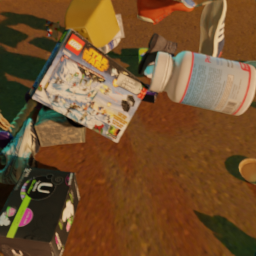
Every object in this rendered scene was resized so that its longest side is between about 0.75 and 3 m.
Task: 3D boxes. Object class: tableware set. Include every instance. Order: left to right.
[{"bbox_3d":[-2.820,-0.291,6.130,0.162,0.534,0.808,-39,75,1],"label":"tableware set"}]

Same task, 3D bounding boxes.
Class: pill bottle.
[{"bbox_3d":[-0.822,-3.679,12.080,0.586,0.586,1.057,24,50,24],"label":"pill bottle"},{"bbox_3d":[1.899,-1.235,7.411,2.509,1.365,1.365,12,43,-1],"label":"pill bottle"}]

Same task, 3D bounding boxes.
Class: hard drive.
[{"bbox_3d":[-0.446,-3.391,9.440,0.534,0.764,0.145,-10,26,0],"label":"hard drive"}]

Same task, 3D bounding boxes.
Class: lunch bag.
[{"bbox_3d":[-2.257,-0.331,9.804,1.530,1.097,1.866,-6,36,-1],"label":"lunch bag"}]

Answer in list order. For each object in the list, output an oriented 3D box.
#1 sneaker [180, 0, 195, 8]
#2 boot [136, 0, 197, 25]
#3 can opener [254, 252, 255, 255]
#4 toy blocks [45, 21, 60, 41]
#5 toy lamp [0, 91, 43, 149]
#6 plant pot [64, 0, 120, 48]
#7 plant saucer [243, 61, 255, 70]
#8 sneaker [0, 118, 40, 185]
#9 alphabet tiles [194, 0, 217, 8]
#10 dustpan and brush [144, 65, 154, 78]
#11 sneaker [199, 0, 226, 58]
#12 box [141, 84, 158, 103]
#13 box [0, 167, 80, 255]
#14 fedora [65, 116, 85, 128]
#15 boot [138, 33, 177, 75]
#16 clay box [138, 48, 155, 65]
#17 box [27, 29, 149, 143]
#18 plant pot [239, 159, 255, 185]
[{"bbox_3d":[1.650,-3.778,7.982,0.883,0.394,0.347,26,40,-37],"label":"sneaker"},{"bbox_3d":[1.464,-4.726,11.118,2.374,1.273,0.891,14,35,13],"label":"boot"},{"bbox_3d":[3.930,3.197,6.400,1.973,0.776,0.625,21,7,17],"label":"can opener"},{"bbox_3d":[-3.153,-4.058,11.568,0.541,0.792,0.396,2,11,-41],"label":"toy blocks"},{"bbox_3d":[-3.765,-0.506,10.201,0.869,0.869,2.984,9,46,10],"label":"toy lamp"},{"bbox_3d":[-1.162,-2.989,8.251,1.232,1.224,1.260,7,55,26],"label":"plant pot"},{"bbox_3d":[5.994,-2.634,12.942,1.831,0.251,1.831,0,43,0],"label":"plant saucer"},{"bbox_3d":[-3.463,0.649,8.806,1.111,0.999,2.573,-8,43,-4],"label":"sneaker"},{"bbox_3d":[3.193,-4.157,8.699,2.105,0.067,1.751,-18,19,5],"label":"alphabet tiles"},{"bbox_3d":[1.734,-2.485,12.606,2.073,0.593,1.447,-9,28,2],"label":"dustpan and brush"},{"bbox_3d":[3.323,-3.712,10.756,0.896,2.390,1.010,20,19,37],"label":"sneaker"},{"bbox_3d":[0.671,-1.460,11.538,1.044,0.411,0.736,12,41,13],"label":"box"},{"bbox_3d":[-2.172,2.145,6.983,1.436,1.202,1.934,5,42,6],"label":"box"},{"bbox_3d":[-1.258,-0.475,8.182,1.182,1.182,0.540,-28,38,-28],"label":"fedora"},{"bbox_3d":[0.847,-1.954,7.935,0.825,1.253,0.437,24,16,-13],"label":"boot"},{"bbox_3d":[1.000,-3.475,13.741,0.954,0.395,1.660,0,43,0],"label":"clay box"},{"bbox_3d":[-0.867,-0.928,6.937,0.512,2.567,1.757,29,89,55],"label":"box"},{"bbox_3d":[3.934,1.380,8.610,1.049,0.144,1.049,0,42,0],"label":"plant pot"}]
